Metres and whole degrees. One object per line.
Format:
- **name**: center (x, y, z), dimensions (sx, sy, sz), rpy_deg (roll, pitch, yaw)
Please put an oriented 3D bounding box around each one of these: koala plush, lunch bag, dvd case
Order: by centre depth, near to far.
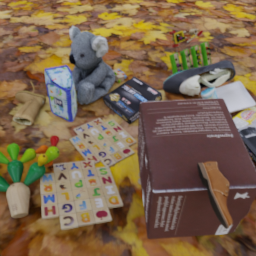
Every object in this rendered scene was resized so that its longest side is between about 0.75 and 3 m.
- **dvd case**: center (4.862, 0.490, 9.213), dimensions (2.381, 0.294, 1.789), rpy_deg (-14, 53, -23)
- **lunch bag**: center (-2.531, -1.308, 10.860), dimensions (1.153, 1.538, 1.809), rpy_deg (-18, 46, -22)
- **koala plush**: center (-1.695, -2.811, 11.740), dimensions (2.423, 2.636, 2.338), rpy_deg (-31, 46, -33)

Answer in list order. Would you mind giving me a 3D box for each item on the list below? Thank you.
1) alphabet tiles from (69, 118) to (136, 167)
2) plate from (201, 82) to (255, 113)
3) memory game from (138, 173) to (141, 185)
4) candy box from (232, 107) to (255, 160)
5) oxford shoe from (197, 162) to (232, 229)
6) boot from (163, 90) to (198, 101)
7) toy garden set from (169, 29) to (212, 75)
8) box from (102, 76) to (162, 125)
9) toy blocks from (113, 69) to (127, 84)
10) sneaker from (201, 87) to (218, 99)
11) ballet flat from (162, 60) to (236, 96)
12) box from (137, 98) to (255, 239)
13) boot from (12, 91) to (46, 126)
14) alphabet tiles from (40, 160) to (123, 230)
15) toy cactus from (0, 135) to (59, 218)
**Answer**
- **alphabet tiles**: center (-0.897, 0.454, 9.894), dimensions (1.895, 0.072, 2.277), rpy_deg (-25, 48, -27)
- **plate**: center (3.989, -1.102, 11.327), dimensions (1.711, 0.276, 1.707), rpy_deg (-17, 41, 9)
- **memory game**: center (0.934, 1.583, 8.598), dimensions (1.304, 0.083, 1.304), rpy_deg (0, 40, 0)
- **candy box**: center (4.227, 0.203, 9.979), dimensions (2.976, 0.393, 1.521), rpy_deg (-30, 47, -30)
- **oxford shoe**: center (1.739, 1.218, 5.306), dimensions (0.467, 0.467, 1.310), rpy_deg (-13, 62, 0)
- **boot**: center (1.716, -0.988, 10.968), dimensions (2.600, 0.946, 2.762), rpy_deg (-2, 40, -3)
- **toy garden set**: center (3.035, -3.738, 13.305), dimensions (2.527, 2.107, 0.504), rpy_deg (-26, 22, -27)
- **box**: center (0.158, -1.170, 11.284), dimensions (1.748, 0.437, 1.761), rpy_deg (-38, 51, -15)
- **toy blocks**: center (-0.433, -2.462, 13.150), dimensions (0.662, 0.484, 0.968), rpy_deg (-19, 45, -37)
- **sneaker**: center (3.269, -1.130, 10.968), dimensions (0.514, 0.843, 1.292), rpy_deg (-15, 10, 33)
- **ballet flat**: center (2.856, -1.873, 11.007), dimensions (2.949, 1.077, 1.077), rpy_deg (-18, 42, -2)
- **box**: center (1.525, 1.003, 7.340), dimensions (2.331, 2.355, 2.838), rpy_deg (-2, 46, -3)
- **boot**: center (-4.139, -0.811, 11.094), dimensions (1.386, 0.523, 1.582), rpy_deg (7, 42, 7)
- **alphabet tiles**: center (-1.356, 1.724, 7.813), dimensions (2.081, 0.079, 2.500), rpy_deg (-4, 32, -18)
- **toy cactus**: center (-3.131, 1.339, 7.867), dimensions (2.678, 1.369, 2.209), rpy_deg (-14, 63, -6)
